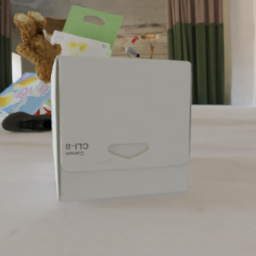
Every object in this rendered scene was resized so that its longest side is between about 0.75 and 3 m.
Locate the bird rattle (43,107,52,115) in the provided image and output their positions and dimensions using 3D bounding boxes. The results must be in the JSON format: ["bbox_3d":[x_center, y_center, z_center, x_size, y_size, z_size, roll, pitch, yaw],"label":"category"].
[{"bbox_3d":[-3.939,-1.002,16.016,1.596,1.103,1.958,3,8,3],"label":"bird rattle"}]

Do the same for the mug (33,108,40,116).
[{"bbox_3d":[-5.535,-0.953,14.108,1.941,1.295,1.723,-8,-11,-31],"label":"mug"}]

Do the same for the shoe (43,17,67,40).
[{"bbox_3d":[-2.778,-4.129,11.871,0.754,0.988,2.826,-2,5,35],"label":"shoe"}]

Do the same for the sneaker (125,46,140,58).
[{"bbox_3d":[0.199,-2.774,10.277,0.320,0.291,0.779,44,23,29],"label":"sneaker"}]

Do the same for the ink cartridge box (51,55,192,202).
[{"bbox_3d":[-0.307,-0.092,4.480,1.757,1.749,2.418,-2,7,-16],"label":"ink cartridge box"}]

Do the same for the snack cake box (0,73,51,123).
[{"bbox_3d":[-4.883,-1.415,13.122,1.655,0.967,2.878,6,44,25],"label":"snack cake box"}]

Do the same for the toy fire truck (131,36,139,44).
[{"bbox_3d":[0.449,-5.073,15.889,0.588,0.203,0.834,-48,8,-13],"label":"toy fire truck"}]

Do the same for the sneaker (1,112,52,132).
[{"bbox_3d":[-3.483,-0.179,10.140,2.012,0.764,0.913,-6,15,-30],"label":"sneaker"}]

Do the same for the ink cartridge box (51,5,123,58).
[{"bbox_3d":[-1.472,-2.859,9.319,1.962,2.697,0.647,16,-7,6],"label":"ink cartridge box"}]

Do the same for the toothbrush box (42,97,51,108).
[{"bbox_3d":[-4.366,-1.845,15.392,2.316,0.997,1.686,11,-15,30],"label":"toothbrush box"}]

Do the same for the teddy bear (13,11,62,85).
[{"bbox_3d":[-2.519,-2.252,7.949,0.693,2.076,1.505,-12,36,24],"label":"teddy bear"}]
